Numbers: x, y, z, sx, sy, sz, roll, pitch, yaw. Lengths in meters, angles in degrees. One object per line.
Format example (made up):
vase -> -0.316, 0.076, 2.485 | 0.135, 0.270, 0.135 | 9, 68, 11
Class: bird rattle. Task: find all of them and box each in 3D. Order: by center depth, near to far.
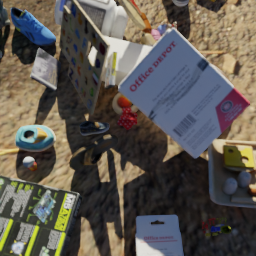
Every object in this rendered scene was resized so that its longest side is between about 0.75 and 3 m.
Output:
bird rattle -> 0.014, -0.657, 8.562 | 1.070, 0.740, 1.313 | 31, 80, 23

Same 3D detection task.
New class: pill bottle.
pill bottle -> -1.175, -3.819, 9.489 | 2.305, 1.311, 1.311 | 17, 64, -6

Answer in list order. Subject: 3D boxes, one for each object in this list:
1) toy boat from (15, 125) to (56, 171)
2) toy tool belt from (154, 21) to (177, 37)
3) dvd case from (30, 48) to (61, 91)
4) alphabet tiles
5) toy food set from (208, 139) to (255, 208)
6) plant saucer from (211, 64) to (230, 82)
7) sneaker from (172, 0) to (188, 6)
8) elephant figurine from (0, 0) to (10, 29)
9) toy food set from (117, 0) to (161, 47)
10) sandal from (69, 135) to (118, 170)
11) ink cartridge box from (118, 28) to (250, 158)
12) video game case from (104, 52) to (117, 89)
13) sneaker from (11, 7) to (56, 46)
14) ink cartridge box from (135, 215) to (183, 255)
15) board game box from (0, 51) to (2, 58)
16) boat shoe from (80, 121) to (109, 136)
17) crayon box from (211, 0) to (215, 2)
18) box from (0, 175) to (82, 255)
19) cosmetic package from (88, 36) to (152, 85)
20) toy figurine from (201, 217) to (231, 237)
toy boat -> -2.652, 0.508, 7.871 | 1.153, 0.638, 1.372 | -1, 63, -1
toy tool belt -> 1.259, -3.397, 9.548 | 0.478, 0.778, 0.486 | 3, 93, -27
dvd case -> -2.595, -1.863, 8.942 | 0.095, 0.887, 1.193 | -22, 51, 36
alphabet tiles -> -1.432, -2.203, 8.239 | 0.108, 2.388, 2.856 | -13, 54, -30
toy food set -> 3.496, 0.963, 7.213 | 2.833, 0.856, 2.033 | 4, 52, 8
plant saucer -> 2.075, -1.231, 8.785 | 2.594, 0.474, 2.594 | -1, 64, 1
sneaker -> 1.771, -5.789, 10.870 | 0.857, 0.867, 2.184 | -22, 64, -9
elephant figurine -> -4.778, -3.927, 9.877 | 1.188, 1.303, 1.680 | -20, 90, 27
toy food set -> 0.507, -3.187, 9.057 | 2.547, 0.401, 1.619 | 50, 29, -12
sandal -> -0.917, 0.736, 7.564 | 1.548, 0.632, 0.422 | -29, 55, 6
ink cartridge box -> 1.361, -0.884, 7.313 | 2.721, 1.147, 1.969 | 41, 99, -9
video game case -> -0.491, -1.557, 7.748 | 0.126, 0.990, 0.895 | 5, 92, -14
sneaker -> -3.384, -3.568, 9.828 | 1.953, 0.766, 0.644 | 35, 67, 14
ink cartridge box -> 0.731, 3.064, 6.617 | 1.071, 0.617, 1.850 | -2, 64, -1
board game box -> -4.731, -2.320, 9.482 | 0.591, 0.257, 0.801 | 9, 63, 5
boat shoe -> -0.977, -0.043, 8.207 | 0.879, 0.399, 0.311 | -15, 54, -10
crayon box -> 3.298, -5.548, 11.047 | 0.875, 0.296, 1.014 | 34, 69, 15
box -> -2.699, 2.613, 6.867 | 2.483, 0.611, 2.571 | 12, 64, 4
cosmetic package -> -0.068, -1.985, 8.753 | 2.190, 0.929, 1.178 | 19, 70, 19
toy figurine -> 2.276, 2.429, 6.968 | 0.463, 0.774, 0.408 | 8, 63, -42
